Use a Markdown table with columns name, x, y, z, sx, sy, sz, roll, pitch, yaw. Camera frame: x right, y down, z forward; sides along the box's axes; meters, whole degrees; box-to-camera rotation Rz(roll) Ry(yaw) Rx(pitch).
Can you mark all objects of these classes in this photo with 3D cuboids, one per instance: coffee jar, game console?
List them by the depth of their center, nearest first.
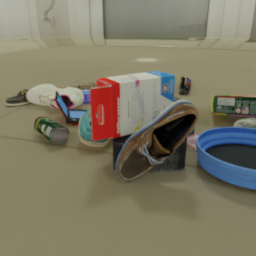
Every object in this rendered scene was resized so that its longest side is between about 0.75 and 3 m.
| name | x | y | z | sx | sy | sz | roll | pitch | yaw |
| --- | --- | --- | --- | --- | --- | --- | --- | --- | --- |
| coffee jar | -2.515 | 0.057 | 9.085 | 0.690 | 0.564 | 1.323 | 8 | 12 | -43 |
| game console | -2.108 | -0.795 | 10.651 | 1.304 | 0.898 | 1.513 | 1 | 21 | -13 |

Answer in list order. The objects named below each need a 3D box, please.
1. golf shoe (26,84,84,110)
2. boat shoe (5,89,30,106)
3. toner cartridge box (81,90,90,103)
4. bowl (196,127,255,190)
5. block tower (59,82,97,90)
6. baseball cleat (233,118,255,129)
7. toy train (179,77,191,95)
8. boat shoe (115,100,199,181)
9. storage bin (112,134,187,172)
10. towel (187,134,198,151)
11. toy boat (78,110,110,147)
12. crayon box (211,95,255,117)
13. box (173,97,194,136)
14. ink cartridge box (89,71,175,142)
| name | x | y | z | sx | sy | sz | roll | pitch | yaw |
| --- | --- | --- | --- | --- | --- | --- | --- | --- | --- |
| golf shoe | -3.248 | -1.288 | 12.004 | 2.557 | 0.963 | 1.170 | 2 | 26 | 7 |
| boat shoe | -4.627 | -1.489 | 12.836 | 2.054 | 0.618 | 0.732 | -20 | 30 | -40 |
| toner cartridge box | -1.415 | -1.522 | 13.136 | 1.945 | 0.420 | 0.924 | -3 | 21 | -7 |
| bowl | 3.255 | 0.724 | 7.405 | 2.903 | 0.570 | 2.903 | 1 | 21 | 0 |
| block tower | -2.488 | -1.947 | 14.098 | 1.852 | 0.535 | 0.500 | -11 | 24 | -21 |
| baseball cleat | 4.608 | 0.017 | 9.084 | 2.174 | 0.758 | 1.157 | 16 | 21 | 25 |
| toy train | 3.067 | -2.294 | 14.966 | 0.616 | 0.458 | 2.688 | 5 | 23 | 11 |
| boat shoe | 0.596 | 0.354 | 6.433 | 0.898 | 2.486 | 0.900 | 40 | 10 | -9 |
| storage bin | 0.535 | 0.500 | 7.717 | 1.935 | 0.907 | 1.308 | -1 | 23 | -4 |
| towel | 2.121 | 0.443 | 8.837 | 0.651 | 0.133 | 0.889 | -11 | 25 | -22 |
| toy boat | -0.608 | -0.105 | 8.853 | 1.883 | 0.875 | 1.583 | 6 | 45 | -7 |
| crayon box | 4.463 | -0.845 | 10.434 | 2.493 | 0.727 | 2.151 | 4 | 8 | 13 |
| box | 1.616 | -0.371 | 9.612 | 0.744 | 1.031 | 1.389 | -10 | 25 | -20 |
| ink cartridge box | 0.007 | -0.630 | 7.403 | 2.462 | 1.431 | 0.828 | -13 | 25 | -28 |
